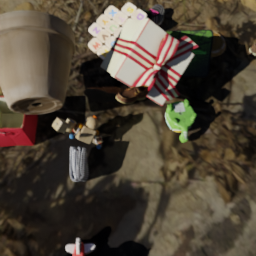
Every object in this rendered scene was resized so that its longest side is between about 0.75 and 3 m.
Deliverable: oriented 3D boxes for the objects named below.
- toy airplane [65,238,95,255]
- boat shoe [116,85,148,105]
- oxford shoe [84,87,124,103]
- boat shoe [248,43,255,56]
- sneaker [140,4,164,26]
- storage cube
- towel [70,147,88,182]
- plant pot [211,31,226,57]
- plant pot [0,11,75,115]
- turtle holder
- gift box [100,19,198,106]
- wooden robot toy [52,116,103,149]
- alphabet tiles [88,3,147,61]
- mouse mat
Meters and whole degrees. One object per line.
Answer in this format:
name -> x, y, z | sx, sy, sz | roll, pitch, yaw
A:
toy airplane -> -1.414, 3.937, 7.684 | 1.763, 1.250, 1.771 | 39, 70, 22
boat shoe -> 0.134, -0.993, 7.939 | 0.456, 0.428, 1.266 | 43, 36, 21
oxford shoe -> -0.887, -1.360, 10.915 | 1.652, 0.589, 0.589 | 6, 46, -10
boat shoe -> 6.030, -3.635, 12.113 | 1.624, 0.601, 0.600 | -28, 65, -14
sneaker -> 0.937, -4.992, 12.616 | 0.837, 0.992, 2.268 | 35, 67, 17
storage cube -> -4.038, -0.213, 9.858 | 1.285, 1.351, 1.503 | -3, 61, -2
towel -> -1.573, 1.196, 9.213 | 0.482, 0.933, 1.127 | -2, 78, 2
plant pot -> 3.576, -3.810, 12.434 | 1.573, 0.216, 1.573 | 0, 63, 0
plant pot -> -2.958, -1.805, 8.872 | 2.793, 2.793, 2.424 | -9, 77, -5
turtle holder -> 1.925, -0.252, 10.092 | 1.039, 0.971, 1.368 | -34, 68, -18
gift box -> 0.795, -2.280, 9.665 | 2.527, 2.359, 2.331 | 22, 102, -25
wooden robot toy -> -1.460, -0.072, 9.402 | 0.951, 2.096, 0.923 | -57, 39, 8
alphabet tiles -> -0.478, -4.151, 12.040 | 2.647, 0.193, 2.589 | -46, 65, 2
mouse mat -> 2.006, -3.048, 11.403 | 2.681, 0.101, 2.158 | 5, 75, 21
